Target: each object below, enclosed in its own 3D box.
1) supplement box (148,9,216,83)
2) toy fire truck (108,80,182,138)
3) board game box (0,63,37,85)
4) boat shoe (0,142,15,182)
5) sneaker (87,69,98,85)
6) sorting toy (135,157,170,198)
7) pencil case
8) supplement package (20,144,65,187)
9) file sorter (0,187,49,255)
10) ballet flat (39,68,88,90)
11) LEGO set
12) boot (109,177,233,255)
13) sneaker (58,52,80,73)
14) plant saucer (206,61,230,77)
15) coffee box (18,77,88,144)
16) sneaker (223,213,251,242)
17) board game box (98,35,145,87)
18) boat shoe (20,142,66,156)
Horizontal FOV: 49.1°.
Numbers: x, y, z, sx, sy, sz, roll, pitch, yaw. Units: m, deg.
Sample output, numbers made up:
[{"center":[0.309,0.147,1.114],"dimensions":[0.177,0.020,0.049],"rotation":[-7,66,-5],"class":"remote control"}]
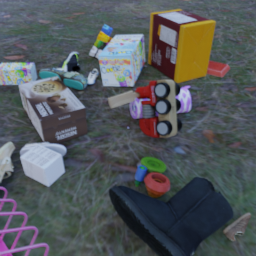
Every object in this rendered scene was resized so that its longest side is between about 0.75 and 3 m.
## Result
[{"center":[2.206,-3.643,12.292],"dimensions":[1.603,2.381,2.414],"rotation":[-17,40,-23],"class":"supplement box"},{"center":[0.511,-0.568,8.712],"dimensions":[1.941,1.708,1.249],"rotation":[1,8,35],"class":"toy fire truck"},{"center":[-4.692,-2.286,11.854],"dimensions":[1.388,0.728,0.715],"rotation":[-1,36,-1],"class":"board game box"},{"center":[-3.380,1.108,7.369],"dimensions":[0.618,0.686,1.903],"rotation":[33,28,-16],"class":"boat shoe"},{"center":[-1.551,-2.177,11.994],"dimensions":[0.372,0.375,1.036],"rotation":[5,40,9],"class":"sneaker"},{"center":[0.575,1.309,7.199],"dimensions":[0.823,0.562,1.369],"rotation":[12,23,-9],"class":"sorting toy"},{"center":[1.086,-0.881,9.729],"dimensions":[2.209,0.944,0.927],"rotation":[-7,8,-14],"class":"pencil case"},{"center":[-2.256,0.982,7.431],"dimensions":[0.861,0.653,0.648],"rotation":[19,40,25],"class":"supplement package"},{"center":[-2.533,2.048,5.045],"dimensions":[1.915,1.201,1.331],"rotation":[31,10,37],"class":"file sorter"},{"center":[-2.614,-2.085,11.572],"dimensions":[2.088,0.775,0.775],"rotation":[19,39,10],"class":"ballet flat"},{"center":[-1.082,-4.500,14.649],"dimensions":[1.089,1.012,2.654],"rotation":[26,39,-11],"class":"LEGO set"},{"center":[0.939,1.698,6.236],"dimensions":[1.899,0.863,2.260],"rotation":[-32,53,-31],"class":"boot"},{"center":[-2.536,-2.804,12.798],"dimensions":[0.807,0.699,1.949],"rotation":[24,40,-2],"class":"sneaker"},{"center":[3.995,-2.782,12.975],"dimensions":[1.177,0.216,1.179],"rotation":[21,42,27],"class":"plant saucer"},{"center":[-2.533,-0.641,9.327],"dimensions":[1.454,1.026,2.572],"rotation":[-18,40,-24],"class":"coffee box"},{"center":[2.457,2.191,6.167],"dimensions":[0.830,0.292,0.313],"rotation":[-24,60,-23],"class":"sneaker"},{"center":[-0.182,-2.986,12.206],"dimensions":[1.367,1.343,2.607],"rotation":[3,36,15],"class":"board game box"},{"center":[-2.425,0.606,8.124],"dimensions":[1.337,0.474,0.467],"rotation":[-6,33,8],"class":"boat shoe"}]
